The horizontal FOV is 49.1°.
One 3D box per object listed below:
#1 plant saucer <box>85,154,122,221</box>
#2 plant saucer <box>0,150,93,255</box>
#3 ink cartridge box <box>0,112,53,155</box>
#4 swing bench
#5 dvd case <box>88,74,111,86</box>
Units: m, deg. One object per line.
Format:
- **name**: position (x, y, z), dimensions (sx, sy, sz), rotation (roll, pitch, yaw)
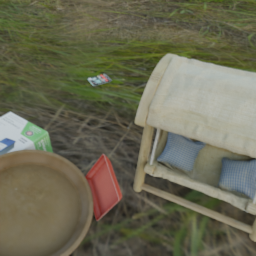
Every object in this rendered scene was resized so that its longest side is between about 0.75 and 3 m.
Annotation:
- **plant saucer**: position (-0.521, 1.265, 5.934), dimensions (0.194, 1.054, 1.056), rotation (3, 51, -35)
- **plant saucer**: position (-1.977, 1.561, 5.636), dimensions (2.549, 0.375, 2.549), rotation (12, 48, -13)
- **ink cartridge box**: position (-3.172, 0.683, 6.861), dimensions (1.522, 0.917, 2.095), rotation (25, 47, 27)
- **swing bench**: position (1.753, 0.293, 5.779), dimensions (2.858, 2.873, 1.864), rotation (17, 42, 21)
- **dvd case**: position (-1.091, -1.827, 10.667), dimensions (0.759, 0.083, 0.554), rotation (-19, 42, -23)
